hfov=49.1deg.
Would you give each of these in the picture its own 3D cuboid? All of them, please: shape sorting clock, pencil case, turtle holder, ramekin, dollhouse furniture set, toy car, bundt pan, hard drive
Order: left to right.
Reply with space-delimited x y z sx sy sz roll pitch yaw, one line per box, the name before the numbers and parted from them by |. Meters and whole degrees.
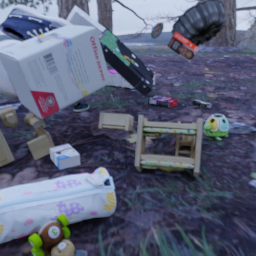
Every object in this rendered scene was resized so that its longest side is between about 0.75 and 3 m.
dollhouse furniture set | -3.525 0.183 8.536 1.788 1.700 1.456 -27 27 -25
ramekin | -3.708 -1.959 9.365 1.926 1.926 0.939 -13 18 -30
pencil case | -1.479 1.493 5.536 2.475 1.029 1.123 -9 -12 -20
toy car | -1.146 2.056 4.807 0.847 0.668 0.696 28 41 31
hard drive | -0.132 -2.550 10.764 2.709 0.513 1.893 41 26 -16
dollhouse furniture set | 0.734 0.519 8.446 2.734 1.520 2.418 4 -3 12
shape sorting clock | 1.324 -4.401 12.676 0.789 0.789 0.155 -19 50 -40
bundt pan | 2.484 -3.443 9.592 1.927 0.723 1.927 -22 -14 -6
turtle holder | 3.081 -0.056 10.041 1.081 0.768 0.821 -4 22 -11

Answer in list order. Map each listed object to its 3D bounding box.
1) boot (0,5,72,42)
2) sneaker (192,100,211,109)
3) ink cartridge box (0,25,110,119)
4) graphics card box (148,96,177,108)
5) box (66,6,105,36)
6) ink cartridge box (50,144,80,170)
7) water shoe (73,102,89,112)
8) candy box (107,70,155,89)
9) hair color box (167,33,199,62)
boot | -3.129 -3.401 10.033 2.600 0.946 1.174 20 60 1
sneaker | 3.587 -1.153 13.621 0.906 0.343 0.524 17 20 15
ink cartridge box | -2.145 -1.804 8.422 2.483 1.804 1.796 -32 37 -27
graphics card box | 1.717 -1.299 13.935 1.251 0.318 0.785 12 24 30
box | -1.975 -4.184 12.682 1.956 1.489 1.040 31 25 -29
ink cartridge box | -1.874 0.842 8.250 0.624 0.363 0.863 -13 24 -30
water shoe | -2.166 -1.022 13.103 0.352 0.388 0.984 12 24 28
candy box | 0.021 -3.201 18.100 2.919 0.890 1.991 14 24 30
hair color box | 1.684 -2.464 8.576 0.878 0.446 0.269 36 57 5
